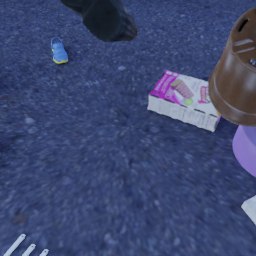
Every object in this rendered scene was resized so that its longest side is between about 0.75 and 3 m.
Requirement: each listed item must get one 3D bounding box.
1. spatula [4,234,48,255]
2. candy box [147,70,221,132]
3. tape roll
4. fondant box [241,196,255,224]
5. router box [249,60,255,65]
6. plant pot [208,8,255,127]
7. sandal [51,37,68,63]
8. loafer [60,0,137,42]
[{"bbox_3d":[-2.488,3.024,5.995,0.977,0.113,1.404,23,53,21],"label":"spatula"},{"bbox_3d":[1.971,-0.946,9.132,2.265,0.691,1.545,21,51,17],"label":"candy box"},{"bbox_3d":[4.181,0.393,7.770,2.257,0.959,2.257,1,48,-1],"label":"tape roll"},{"bbox_3d":[3.366,2.094,6.696,0.731,0.295,1.013,-20,52,-17],"label":"fondant box"},{"bbox_3d":[4.221,-2.469,10.746,0.920,0.305,1.170,30,55,24],"label":"router box"},{"bbox_3d":[2.782,-1.289,5.828,2.024,2.004,2.024,-3,71,10],"label":"plant pot"},{"bbox_3d":[-2.774,-3.099,11.119,0.563,0.616,1.415,-17,52,-17],"label":"sandal"},{"bbox_3d":[-0.842,-3.021,6.497,1.030,1.037,2.849,-8,62,-58],"label":"loafer"}]
